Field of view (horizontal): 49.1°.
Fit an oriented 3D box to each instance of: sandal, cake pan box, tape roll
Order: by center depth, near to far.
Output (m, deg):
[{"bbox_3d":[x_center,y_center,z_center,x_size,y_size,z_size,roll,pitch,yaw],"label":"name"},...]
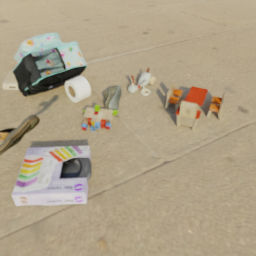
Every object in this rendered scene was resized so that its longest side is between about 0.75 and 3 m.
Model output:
[{"bbox_3d":[-2.141,0.147,4.964,0.373,1.368,0.559,50,22,-5],"label":"sandal"},{"bbox_3d":[-2.255,1.455,8.833,2.225,0.582,2.049,-1,41,-1],"label":"cake pan box"},{"bbox_3d":[-2.241,-1.723,12.473,1.029,1.029,0.706,31,48,33],"label":"tape roll"}]

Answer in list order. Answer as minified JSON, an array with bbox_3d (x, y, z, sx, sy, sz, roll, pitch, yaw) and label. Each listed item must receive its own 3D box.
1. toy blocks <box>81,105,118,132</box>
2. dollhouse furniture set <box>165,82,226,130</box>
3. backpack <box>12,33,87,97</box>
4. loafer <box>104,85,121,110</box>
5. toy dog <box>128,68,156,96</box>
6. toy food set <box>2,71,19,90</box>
[{"bbox_3d":[-1.204,-0.283,11.043,1.460,0.729,0.998,6,50,9],"label":"toy blocks"},{"bbox_3d":[2.705,-1.079,11.501,2.350,1.211,2.325,14,40,17],"label":"dollhouse furniture set"},{"bbox_3d":[-3.488,-2.891,12.660,2.978,2.283,2.618,-19,-1,-34],"label":"backpack"},{"bbox_3d":[-0.734,-1.264,12.265,0.654,0.706,1.878,-2,31,11],"label":"loafer"},{"bbox_3d":[0.673,-2.319,13.395,1.110,0.811,1.683,11,40,14],"label":"toy dog"},{"bbox_3d":[-5.489,-2.352,13.852,0.968,0.408,1.349,2,47,2],"label":"toy food set"}]
